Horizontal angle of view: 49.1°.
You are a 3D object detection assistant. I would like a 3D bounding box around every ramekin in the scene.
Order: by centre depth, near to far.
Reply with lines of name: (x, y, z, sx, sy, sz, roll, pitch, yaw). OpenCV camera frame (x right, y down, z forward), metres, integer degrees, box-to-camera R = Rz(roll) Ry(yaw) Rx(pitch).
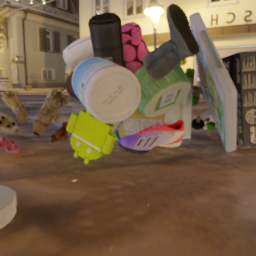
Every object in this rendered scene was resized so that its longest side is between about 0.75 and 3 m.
ramekin: (0.868, -1.044, 7.587, 1.691, 0.826, 1.691, -25, -23, -12)

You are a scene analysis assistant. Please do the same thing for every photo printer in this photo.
photo printer: (-1.005, -2.138, 9.262, 1.736, 0.725, 2.086, -18, -34, 16)

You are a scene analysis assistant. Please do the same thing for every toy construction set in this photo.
toy construction set: (2.758, -1.365, 10.260, 2.104, 1.938, 2.522, 23, 43, 34)

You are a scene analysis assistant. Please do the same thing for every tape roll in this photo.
tape roll: (-2.512, 1.250, 4.209, 1.579, 0.288, 1.579, -1, 10, 0)

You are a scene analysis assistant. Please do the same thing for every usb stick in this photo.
usb stick: (-0.468, -1.652, 7.122, 0.744, 2.682, 0.437, -12, 55, -6)

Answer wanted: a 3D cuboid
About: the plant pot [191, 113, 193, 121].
plant pot: (1.986, -0.623, 11.903, 1.515, 1.515, 1.426, -3, 29, -17)

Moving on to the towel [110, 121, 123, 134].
towel: (-0.393, -0.110, 7.909, 0.102, 0.626, 0.853, 28, -15, 19)

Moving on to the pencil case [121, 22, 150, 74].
pencil case: (0.340, -1.897, 7.808, 0.997, 2.129, 0.966, -40, 45, -3)

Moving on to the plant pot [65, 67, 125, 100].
plant pot: (-1.091, -1.370, 8.478, 1.667, 1.558, 1.558, 0, 8, 41)

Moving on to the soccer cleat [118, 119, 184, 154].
soccer cleat: (0.581, 0.160, 6.573, 1.823, 0.667, 0.622, -5, 31, -33)

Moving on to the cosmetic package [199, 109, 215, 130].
cosmetic package: (3.552, -0.535, 11.281, 1.468, 0.606, 0.372, -34, 39, 21)

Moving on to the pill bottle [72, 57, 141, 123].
pill bottle: (-0.585, -0.909, 5.962, 1.089, 1.089, 2.003, -4, 22, -21)

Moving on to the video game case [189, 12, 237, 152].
video game case: (2.285, -1.097, 7.494, 0.323, 2.665, 2.927, -18, -33, 11)

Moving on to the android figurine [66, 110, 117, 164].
android figurine: (-0.916, 0.164, 6.837, 1.341, 1.473, 0.303, 30, 17, 18)

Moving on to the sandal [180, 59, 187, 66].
sandal: (1.339, -2.379, 9.875, 1.628, 0.709, 0.647, -30, 47, -18)

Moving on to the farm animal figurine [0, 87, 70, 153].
farm animal figurine: (-2.931, -0.258, 8.446, 2.288, 1.848, 1.151, -8, 0, -31)

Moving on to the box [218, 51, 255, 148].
box: (3.287, -0.862, 8.493, 0.643, 2.619, 2.111, -6, 8, -2)

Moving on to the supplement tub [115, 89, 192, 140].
supplement tub: (0.752, -0.498, 9.381, 2.674, 1.934, 1.934, 2, 10, 13)

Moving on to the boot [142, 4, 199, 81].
boot: (0.750, -1.699, 5.781, 0.468, 1.173, 1.290, -21, 1, -30)
